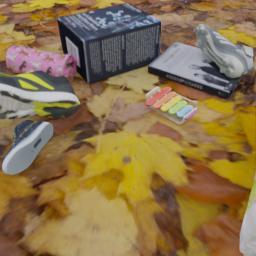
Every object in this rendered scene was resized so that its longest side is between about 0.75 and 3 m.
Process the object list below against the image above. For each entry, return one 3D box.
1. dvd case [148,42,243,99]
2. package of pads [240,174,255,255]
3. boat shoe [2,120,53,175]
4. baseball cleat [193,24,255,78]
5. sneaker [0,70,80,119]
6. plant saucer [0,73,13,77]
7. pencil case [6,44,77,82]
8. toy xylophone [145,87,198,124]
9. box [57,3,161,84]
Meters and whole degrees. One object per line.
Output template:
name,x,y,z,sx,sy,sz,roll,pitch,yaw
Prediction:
dvd case,2.264,-1.945,9.015,2.648,0.327,1.990,24,48,24
package of pads,3.421,1.287,4.920,2.308,1.019,2.988,20,46,21
boat shoe,-2.409,0.393,6.323,0.714,0.556,1.572,10,40,21
baseball cleat,2.994,-2.429,8.662,1.204,0.789,2.262,-17,62,-15
sneaker,-2.545,-0.882,6.871,2.664,0.992,1.127,6,50,-36
plant saucer,-3.552,-1.114,7.816,1.358,0.325,1.356,16,27,4
pencil case,-2.662,-1.988,8.656,2.169,0.938,0.898,16,16,16
toy xylophone,1.201,-0.657,7.454,1.444,0.363,1.057,27,55,29
box,-0.588,-2.868,9.193,2.712,1.452,2.013,-23,47,-23
